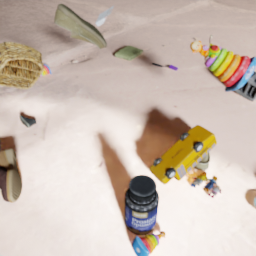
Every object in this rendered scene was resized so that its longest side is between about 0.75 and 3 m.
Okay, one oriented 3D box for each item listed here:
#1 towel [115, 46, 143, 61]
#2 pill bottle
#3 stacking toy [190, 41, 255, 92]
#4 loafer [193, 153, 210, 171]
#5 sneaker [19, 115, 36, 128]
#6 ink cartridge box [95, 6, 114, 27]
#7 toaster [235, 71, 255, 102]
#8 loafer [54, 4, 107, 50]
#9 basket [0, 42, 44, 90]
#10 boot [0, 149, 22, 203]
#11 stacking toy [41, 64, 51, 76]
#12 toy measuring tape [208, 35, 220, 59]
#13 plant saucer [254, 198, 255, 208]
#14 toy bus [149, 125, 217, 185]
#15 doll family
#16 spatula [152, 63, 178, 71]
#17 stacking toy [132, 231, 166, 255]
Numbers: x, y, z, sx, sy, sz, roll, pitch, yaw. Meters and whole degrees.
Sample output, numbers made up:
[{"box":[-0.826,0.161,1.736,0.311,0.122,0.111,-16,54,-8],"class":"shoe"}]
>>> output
[{"box":[0.072,-4.350,16.307,1.164,0.286,1.569,23,44,24],"class":"towel"},{"box":[0.348,2.033,7.407,0.906,1.620,0.906,0,39,0],"class":"pill bottle"},{"box":[2.921,-2.191,9.065,2.093,1.148,1.214,32,88,-4],"class":"stacking toy"},{"box":[2.452,0.654,9.850,0.746,0.673,1.973,2,39,2],"class":"loafer"},{"box":[-4.079,-0.302,11.376,0.414,0.291,0.779,-29,57,-37],"class":"sneaker"},{"box":[-1.084,-5.459,13.678,1.011,0.288,0.821,-12,47,33],"class":"ink cartridge box"},{"box":[5.559,-1.898,12.700,0.714,1.204,1.089,-29,55,-27],"class":"toaster"},{"box":[-1.870,-3.826,10.996,2.368,0.799,0.901,34,24,-28],"class":"loafer"},{"box":[-3.673,-2.059,9.495,1.165,1.216,1.633,-10,-7,28],"class":"basket"},{"box":[-4.363,1.702,8.702,1.859,0.809,2.235,-22,43,-8],"class":"boot"},{"box":[-4.452,-2.829,14.382,0.900,0.494,0.522,-39,55,-22],"class":"stacking toy"},{"box":[2.200,-2.060,7.123,0.299,0.299,0.813,8,58,9],"class":"toy measuring tape"},{"box":[4.093,2.329,8.212,0.806,0.155,0.806,1,39,0],"class":"plant saucer"},{"box":[1.779,0.904,8.998,2.268,0.888,0.738,-42,47,-10],"class":"toy bus"},{"box":[2.480,1.692,8.756,0.999,0.450,0.620,27,47,29],"class":"doll family"},{"box":[1.978,-3.329,15.159,1.438,0.148,0.406,13,41,16],"class":"spatula"},{"box":[0.611,2.942,7.266,0.967,0.531,0.561,-18,50,-36],"class":"stacking toy"}]
